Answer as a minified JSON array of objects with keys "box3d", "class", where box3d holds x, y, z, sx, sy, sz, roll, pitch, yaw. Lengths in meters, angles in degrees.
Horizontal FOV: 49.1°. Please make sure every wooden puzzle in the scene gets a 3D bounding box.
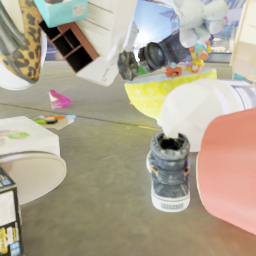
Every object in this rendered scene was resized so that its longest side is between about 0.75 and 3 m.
[{"box3d":[-2.615,-0.223,9.278,1.363,0.236,2.020,3,17,8],"class":"wooden puzzle"}]

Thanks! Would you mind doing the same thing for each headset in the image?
[{"box3d":[0.273,-1.374,6.311,1.162,0.884,1.881,-15,-4,20],"class":"headset"}]

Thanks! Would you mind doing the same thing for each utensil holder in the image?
[{"box3d":[-3.120,-2.066,7.738,1.619,1.619,1.905,-8,-5,-24],"class":"utensil holder"}]

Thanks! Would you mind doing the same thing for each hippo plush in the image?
[{"box3d":[1.296,-2.495,6.025,1.382,1.101,1.112,-10,63,-15],"class":"hippo plush"}]

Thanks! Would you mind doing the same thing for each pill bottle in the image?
[{"box3d":[2.095,-0.348,6.739,1.645,1.645,2.889,13,14,36],"class":"pill bottle"}]

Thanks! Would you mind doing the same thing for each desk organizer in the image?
[{"box3d":[-1.123,-1.662,5.347,0.425,1.185,0.456,-16,32,41],"class":"desk organizer"}]

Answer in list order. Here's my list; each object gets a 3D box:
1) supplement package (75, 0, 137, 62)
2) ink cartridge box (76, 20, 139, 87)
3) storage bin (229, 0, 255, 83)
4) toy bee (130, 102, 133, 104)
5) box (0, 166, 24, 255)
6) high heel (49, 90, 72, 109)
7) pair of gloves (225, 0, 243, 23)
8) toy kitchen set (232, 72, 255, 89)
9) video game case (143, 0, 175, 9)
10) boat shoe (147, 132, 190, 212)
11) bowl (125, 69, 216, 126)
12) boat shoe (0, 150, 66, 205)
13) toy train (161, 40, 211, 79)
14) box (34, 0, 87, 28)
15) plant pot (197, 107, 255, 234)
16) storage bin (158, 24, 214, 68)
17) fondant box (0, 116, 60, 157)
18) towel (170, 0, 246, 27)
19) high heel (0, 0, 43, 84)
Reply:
[{"box3d":[-0.474,-2.414,5.606,0.994,1.695,0.991,27,43,11],"class":"supplement package"},{"box3d":[-0.926,-3.075,9.052,1.195,2.110,2.878,13,37,-29],"class":"ink cartridge box"},{"box3d":[2.813,-2.097,5.088,0.930,1.985,1.970,29,-13,21],"class":"storage bin"},{"box3d":[0.290,-1.158,12.288,0.491,0.408,0.750,4,40,-15],"class":"toy bee"},{"box3d":[-1.701,1.006,3.337,0.399,1.291,1.617,-14,22,-37],"class":"box"},{"box3d":[-2.948,-1.328,12.184,0.843,0.592,1.758,-14,24,-11],"class":"high heel"},{"box3d":[3.190,-3.186,7.050,1.789,0.253,2.225,11,-16,33],"class":"pair of gloves"},{"box3d":[6.273,-2.058,13.158,2.571,1.514,2.059,5,18,18],"class":"toy kitchen set"},{"box3d":[0.259,-3.706,7.560,2.546,0.321,2.795,24,24,20],"class":"video game case"},{"box3d":[0.806,0.493,5.390,0.844,1.083,2.387,1,17,2],"class":"boat shoe"},{"box3d":[1.428,-0.930,9.040,2.870,1.544,2.870,-10,12,2],"class":"bowl"},{"box3d":[-2.392,0.879,4.404,2.798,0.935,0.797,-17,28,-36],"class":"boat shoe"},{"box3d":[1.880,-2.068,8.810,1.283,1.708,0.475,2,55,-19],"class":"toy train"},{"box3d":[-1.396,-2.576,4.898,0.714,0.427,1.736,-23,68,-21],"class":"box"},{"box3d":[2.135,0.569,3.707,1.933,2.185,2.185,0,12,44],"class":"plant pot"},{"box3d":[2.061,-3.289,10.910,2.094,0.982,1.416,-37,14,-10],"class":"storage bin"},{"box3d":[-2.851,0.350,6.628,1.628,0.657,2.256,-13,20,-36],"class":"fondant box"},{"box3d":[3.051,-4.084,9.170,2.839,0.339,2.056,20,70,34],"class":"towel"},{"box3d":[-2.185,-2.395,6.401,1.055,2.107,2.956,-9,31,18],"class":"high heel"}]
